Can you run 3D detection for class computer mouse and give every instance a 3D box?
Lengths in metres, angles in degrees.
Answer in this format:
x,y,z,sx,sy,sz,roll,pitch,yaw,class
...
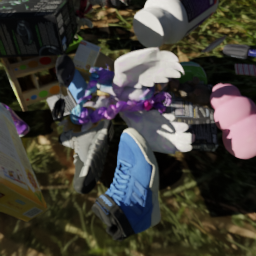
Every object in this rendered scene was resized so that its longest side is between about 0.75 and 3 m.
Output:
x,y,z,sx,sy,sz,roll,pitch,yaw,class
-1.256,-0.826,5.568,0.286,0.492,1.678,-6,59,7,computer mouse

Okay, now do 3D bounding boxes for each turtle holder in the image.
x,y,z,sx,sy,sz,roll,pitch,yaw,class
1.905,-1.713,10.199,1.807,1.373,1.283,-20,40,23,turtle holder

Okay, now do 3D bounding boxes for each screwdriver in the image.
x,y,z,sx,sy,sz,roll,pitch,yaw,class
4.004,-2.021,7.978,0.411,0.429,2.948,-45,44,-14,screwdriver

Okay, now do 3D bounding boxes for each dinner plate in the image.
x,y,z,sx,sy,sz,roll,pitch,yaw,class
2.936,-2.815,9.533,0.112,0.925,0.925,51,59,-15,dinner plate

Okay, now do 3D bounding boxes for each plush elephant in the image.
x,y,z,sx,sy,sz,roll,pitch,yaw,class
-1.670,-3.772,9.288,1.723,1.419,1.334,-3,91,11,plush elephant

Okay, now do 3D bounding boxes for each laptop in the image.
x,y,z,sx,sy,sz,roll,pitch,yaw,class
-2.219,-1.255,10.037,1.436,0.832,1.345,-23,55,-17,laptop

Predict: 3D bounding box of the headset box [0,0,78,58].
x,y,z,sx,sy,sz,roll,pitch,yaw,class
-2.762,-2.821,7.750,2.278,1.057,1.984,-2,38,4,headset box

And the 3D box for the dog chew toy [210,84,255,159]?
x,y,z,sx,sy,sz,roll,pitch,yaw,class
2.595,-0.216,6.669,1.151,1.151,1.849,-25,79,-18,dog chew toy

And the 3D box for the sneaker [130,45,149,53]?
x,y,z,sx,sy,sz,roll,pitch,yaw,class
-0.109,-1.969,10.044,1.109,1.691,2.940,30,57,21,sneaker

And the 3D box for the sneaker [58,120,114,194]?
x,y,z,sx,sy,sz,roll,pitch,yaw,class
-1.498,0.748,8.460,1.585,1.030,2.745,7,42,12,sneaker

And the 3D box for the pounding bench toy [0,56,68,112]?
x,y,z,sx,sy,sz,roll,pitch,yaw,class
-2.970,-1.929,8.821,1.652,1.316,2.118,-24,60,-20,pounding bench toy

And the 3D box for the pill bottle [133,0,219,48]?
x,y,z,sx,sy,sz,roll,pitch,yaw,class
1.546,-3.789,9.201,1.633,1.633,2.932,34,59,24,pill bottle

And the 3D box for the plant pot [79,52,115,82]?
x,y,z,sx,sy,sz,roll,pitch,yaw,class
-1.186,-2.214,10.481,1.680,1.680,1.128,36,96,25,plant pot

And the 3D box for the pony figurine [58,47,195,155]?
x,y,z,sx,sy,sz,roll,pitch,yaw,class
0.092,-0.730,6.414,2.753,2.375,2.852,-3,30,21,pony figurine

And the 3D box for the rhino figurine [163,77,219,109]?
x,y,z,sx,sy,sz,roll,pitch,yaw,class
1.761,-1.037,7.872,2.015,0.881,0.602,16,77,-9,rhino figurine

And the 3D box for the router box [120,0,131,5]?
x,y,z,sx,sy,sz,roll,pitch,yaw,class
-0.613,-5.280,9.431,1.973,1.478,0.613,40,87,3,router box

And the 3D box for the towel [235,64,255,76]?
x,y,z,sx,sy,sz,roll,pitch,yaw,class
4.762,-2.343,11.365,0.820,0.123,0.600,6,52,8,towel

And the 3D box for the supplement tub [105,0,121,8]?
x,y,z,sx,sy,sz,roll,pitch,yaw,class
-1.337,-6.818,14.281,2.027,1.084,1.084,24,56,18,supplement tub

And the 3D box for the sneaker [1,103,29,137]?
x,y,z,sx,sy,sz,roll,pitch,yaw,class
-3.963,-0.301,9.374,1.570,0.694,0.632,36,59,23,sneaker

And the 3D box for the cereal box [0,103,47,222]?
x,y,z,sx,sy,sz,roll,pitch,yaw,class
-2.720,0.313,5.654,0.574,2.089,2.904,-30,61,-7,cereal box

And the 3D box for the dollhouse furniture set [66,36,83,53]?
x,y,z,sx,sy,sz,roll,pitch,yaw,class
-3.195,-4.518,12.167,1.173,1.531,2.337,-37,61,-24,dollhouse furniture set

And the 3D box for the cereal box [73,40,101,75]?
x,y,z,sx,sy,sz,roll,pitch,yaw,class
-1.173,-1.967,7.807,0.588,0.162,0.817,23,91,1,cereal box

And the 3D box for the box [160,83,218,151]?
x,y,z,sx,sy,sz,roll,pitch,yaw,class
1.924,-0.391,9.221,1.792,0.565,2.272,1,64,2,box

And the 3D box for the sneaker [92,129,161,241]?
x,y,z,sx,sy,sz,roll,pitch,yaw,class
-0.082,0.885,3.995,0.922,1.658,0.636,-21,28,-26,sneaker
